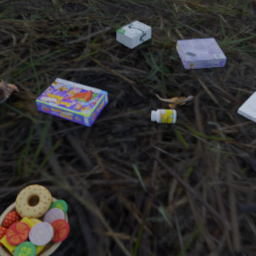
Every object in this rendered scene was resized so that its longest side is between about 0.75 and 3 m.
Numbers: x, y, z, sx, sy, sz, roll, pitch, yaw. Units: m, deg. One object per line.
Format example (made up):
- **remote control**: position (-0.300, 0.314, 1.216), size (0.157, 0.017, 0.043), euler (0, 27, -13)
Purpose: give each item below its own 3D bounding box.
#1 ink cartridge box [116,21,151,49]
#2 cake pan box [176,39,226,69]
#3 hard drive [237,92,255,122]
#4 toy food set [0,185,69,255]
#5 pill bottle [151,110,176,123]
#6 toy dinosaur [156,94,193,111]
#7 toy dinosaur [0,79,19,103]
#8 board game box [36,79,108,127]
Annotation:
- **ink cartridge box**: position (0.279, -4.396, 13.160), size (1.001, 0.567, 1.365), euler (35, 56, 28)
- **cake pan box**: position (3.166, -3.255, 12.177), size (1.809, 0.473, 1.666), euler (-6, 49, -6)
- **hard drive**: position (4.649, -0.730, 9.994), size (0.894, 0.181, 1.356), euler (34, 56, 28)
- **toy food set**: position (-2.347, 2.391, 6.883), size (1.796, 0.441, 1.814), euler (28, 52, 23)
- **pill bottle**: position (1.194, -0.391, 9.498), size (0.782, 0.441, 0.441), euler (2, 47, 2)
- **toy dinosaur**: position (1.633, -0.950, 10.148), size (1.375, 0.415, 0.730), euler (2, 23, 14)
- **toy dinosaur**: position (-4.973, -0.965, 9.684), size (1.720, 1.089, 2.537), euler (17, 57, -9)
- **board game box**: position (-1.972, -0.949, 10.001), size (2.093, 0.469, 1.408), euler (17, 49, 15)
